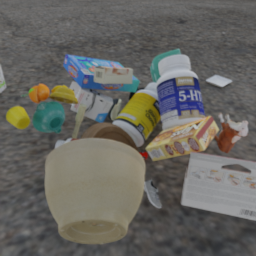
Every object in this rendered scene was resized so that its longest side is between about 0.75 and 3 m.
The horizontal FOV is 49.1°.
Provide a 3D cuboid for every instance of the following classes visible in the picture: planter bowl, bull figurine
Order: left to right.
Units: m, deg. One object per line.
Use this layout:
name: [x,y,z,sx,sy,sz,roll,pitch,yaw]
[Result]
planter bowl: [-1.946,-1.024,8.609,0.920,0.383,0.920,10,-6,1]
planter bowl: [-0.693,1.473,5.844,2.227,2.227,1.499,-1,49,-2]
bull figurine: [3.370,0.147,9.411,0.598,1.838,1.116,-11,59,-10]

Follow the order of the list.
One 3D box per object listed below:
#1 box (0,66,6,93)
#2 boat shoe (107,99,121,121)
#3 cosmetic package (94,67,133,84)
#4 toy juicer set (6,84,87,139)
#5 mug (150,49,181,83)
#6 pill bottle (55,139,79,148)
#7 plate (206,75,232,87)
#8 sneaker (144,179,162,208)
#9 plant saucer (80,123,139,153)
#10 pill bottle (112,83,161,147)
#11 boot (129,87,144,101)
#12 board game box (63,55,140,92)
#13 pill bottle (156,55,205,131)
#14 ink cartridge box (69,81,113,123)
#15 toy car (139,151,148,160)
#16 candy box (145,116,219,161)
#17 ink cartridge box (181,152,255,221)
box: [-6.809,-2.280,13.822,0.736,1.342,1.521,3,36,5]
boat shoe: [-0.698,-0.844,12.014,0.580,0.702,1.876,10,28,4]
cosmetic package: [-0.530,-1.908,10.181,1.316,0.574,0.680,-8,17,-43]
toy juicer set: [-2.528,-0.612,9.684,0.802,1.875,2.947,38,8,34]
mug: [1.729,-2.216,11.875,1.385,1.841,2.240,-14,23,14]
pill bottle: [-1.729,0.814,9.823,1.531,0.859,0.859,4,35,6]
plate: [4.908,-2.493,15.155,1.037,0.168,1.039,-27,43,-35]
sneaker: [0.744,1.907,8.131,0.876,0.359,0.327,59,18,19]
plant saucer: [-0.457,0.947,8.454,0.352,2.392,2.392,-23,14,44]
pill bottle: [0.558,-0.570,10.708,1.369,1.369,2.445,21,61,28]
boot: [0.714,-1.237,12.729,1.393,0.629,1.700,13,38,0]
board game box: [-1.089,-2.211,11.447,2.556,0.575,1.944,-1,34,-35]
pill bottle: [1.759,-1.165,9.721,1.474,1.474,2.463,-6,77,-8]
ink cartridge box: [-1.584,-0.998,11.030,1.729,1.001,0.576,23,22,-16]
toy car: [-0.136,1.005,10.040,1.351,0.301,1.271,-22,40,-29]
candy box: [1.522,0.340,8.096,1.883,0.521,1.087,-19,17,47]
ink cartridge box: [2.798,1.512,7.698,2.430,2.141,0.543,9,36,12]
